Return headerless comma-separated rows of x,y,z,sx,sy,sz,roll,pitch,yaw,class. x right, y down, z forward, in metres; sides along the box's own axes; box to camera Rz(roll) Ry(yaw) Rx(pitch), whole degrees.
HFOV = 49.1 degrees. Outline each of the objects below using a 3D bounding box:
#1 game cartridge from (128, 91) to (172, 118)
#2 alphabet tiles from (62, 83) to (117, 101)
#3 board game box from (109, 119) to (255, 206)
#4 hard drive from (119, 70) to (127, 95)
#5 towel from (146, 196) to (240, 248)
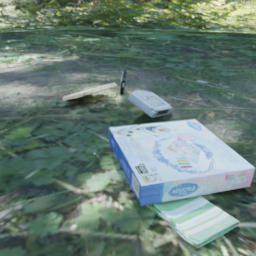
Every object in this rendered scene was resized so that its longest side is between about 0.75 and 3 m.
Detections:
0.866,-0.992,11.172,1.372,0.416,2.058,42,24,17,game cartridge
-1.802,-1.712,13.100,2.408,0.180,2.462,-2,17,46,alphabet tiles
1.238,0.730,7.707,2.944,0.642,2.958,-6,27,-16,board game box
-0.246,-2.322,14.192,0.223,0.822,1.177,9,40,-1,hard drive
1.345,1.846,6.264,1.332,0.204,1.746,-13,25,-31,towel
